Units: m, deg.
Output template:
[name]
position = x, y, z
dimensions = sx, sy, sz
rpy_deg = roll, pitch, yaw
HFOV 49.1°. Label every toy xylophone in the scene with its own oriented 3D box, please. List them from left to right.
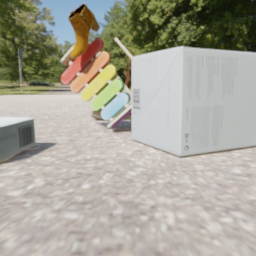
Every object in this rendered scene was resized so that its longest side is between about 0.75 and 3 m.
[toy xylophone]
position = -0.651, -1.452, 7.991
dimensions = 2.729, 1.998, 0.686
rpy_deg = 46, 18, 16

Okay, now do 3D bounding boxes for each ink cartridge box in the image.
[ink cartridge box]
position = -3.276, 0.177, 5.306
dimensions = 2.572, 0.647, 1.401
rpy_deg = 0, 8, 9

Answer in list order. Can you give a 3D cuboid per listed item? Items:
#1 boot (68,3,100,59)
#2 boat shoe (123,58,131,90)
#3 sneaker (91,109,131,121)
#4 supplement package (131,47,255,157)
[boot]
position = -1.334, -2.548, 7.380
dimensions = 0.442, 1.257, 0.900
rpy_deg = 35, -2, 33
[boat shoe]
position = 0.005, -1.798, 9.312
dimensions = 0.354, 1.042, 0.375
rpy_deg = 8, 15, -23
[sneaker]
position = -0.263, -0.769, 10.854
dimensions = 2.341, 0.884, 0.824
rpy_deg = -1, 8, -12
[supplement package]
position = 1.613, -0.623, 6.190
dimensions = 2.547, 1.933, 1.919
rpy_deg = -4, 9, -26
